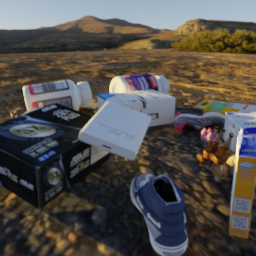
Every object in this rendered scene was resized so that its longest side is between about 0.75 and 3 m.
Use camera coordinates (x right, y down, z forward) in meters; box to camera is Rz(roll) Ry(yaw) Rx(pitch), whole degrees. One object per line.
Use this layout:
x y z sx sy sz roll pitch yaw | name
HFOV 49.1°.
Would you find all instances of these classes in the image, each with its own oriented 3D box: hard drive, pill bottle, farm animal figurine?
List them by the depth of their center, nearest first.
-0.247 -0.020 7.394 1.415 0.286 2.145 20 29 5 | hard drive
2.768 0.902 7.465 2.150 1.134 2.174 22 19 20 | farm animal figurine
-3.083 -1.280 12.401 2.773 1.535 1.535 -12 22 -18 | pill bottle
0.656 -1.947 14.427 2.904 1.618 1.618 -14 24 -33 | pill bottle

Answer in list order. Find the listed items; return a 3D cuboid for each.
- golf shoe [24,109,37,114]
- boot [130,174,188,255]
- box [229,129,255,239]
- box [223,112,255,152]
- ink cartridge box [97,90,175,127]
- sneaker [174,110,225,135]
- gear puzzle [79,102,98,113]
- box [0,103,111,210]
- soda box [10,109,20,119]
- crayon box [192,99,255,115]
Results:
-2.859 -0.170 10.367 1.344 1.106 2.938 14 25 26 | golf shoe
0.618 1.343 5.891 0.919 1.141 2.526 -6 21 -12 | boot
2.310 1.035 5.612 0.403 1.943 1.157 7 21 19 | box
4.333 0.265 9.041 1.915 1.092 2.082 0 20 2 | box
0.324 -0.823 11.978 2.772 1.169 2.024 -10 22 -25 | ink cartridge box
2.843 -0.086 10.696 2.130 0.859 0.795 2 49 5 | sneaker
-2.367 -1.156 14.022 2.479 0.325 1.284 16 17 28 | gear puzzle
-2.116 0.515 7.504 2.271 1.194 2.773 20 31 27 | box
-5.153 -0.619 12.731 0.316 0.283 0.894 -12 22 -27 | soda box
4.360 -0.518 11.759 2.891 0.746 1.817 13 23 30 | crayon box
